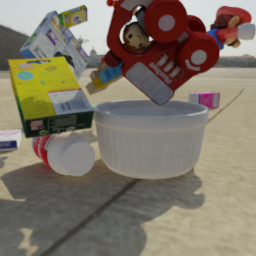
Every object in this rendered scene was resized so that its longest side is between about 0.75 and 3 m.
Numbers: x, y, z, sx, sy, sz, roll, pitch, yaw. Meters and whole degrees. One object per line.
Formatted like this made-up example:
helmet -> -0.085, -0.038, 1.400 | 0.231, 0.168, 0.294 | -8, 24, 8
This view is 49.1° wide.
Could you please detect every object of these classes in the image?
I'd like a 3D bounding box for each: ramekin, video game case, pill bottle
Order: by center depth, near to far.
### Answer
pill bottle -> -1.590, 0.524, 6.830 | 1.041, 1.041, 1.854 | -9, 15, -35
ramekin -> 0.556, 0.179, 7.257 | 2.898, 1.521, 2.898 | 0, 14, 0
video game case -> -3.030, -3.164, 12.232 | 0.630, 2.773, 2.513 | -2, 52, 32

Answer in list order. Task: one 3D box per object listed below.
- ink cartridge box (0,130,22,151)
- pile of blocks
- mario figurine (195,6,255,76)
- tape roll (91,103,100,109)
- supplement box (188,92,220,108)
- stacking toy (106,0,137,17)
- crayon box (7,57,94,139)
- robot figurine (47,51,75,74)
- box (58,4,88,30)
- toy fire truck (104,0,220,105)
ink cartridge box -> -4.418, 0.357, 9.019 | 1.771, 0.391, 1.804 | -4, 15, -16
pile of blocks -> -0.246, -1.992, 8.257 | 2.637, 0.819, 1.082 | -30, -5, 5
mario figurine -> 2.914, -2.607, 9.043 | 2.982, 1.580, 1.840 | -41, 54, -8
tape roll -> -1.274, -0.996, 14.727 | 1.668, 0.401, 1.668 | 1, 13, 0
supplement box -> 4.439, -1.606, 16.317 | 1.696, 0.877, 0.858 | -6, 13, -30
stacking toy -> -0.198, -3.270, 7.515 | 0.859, 0.367, 0.367 | 18, 17, 10
crayon box -> -1.837, -0.807, 6.428 | 1.434, 0.574, 2.259 | -9, 47, -25
robot figurine -> -2.199, -1.752, 8.853 | 0.887, 1.069, 1.422 | -17, 38, 31
box -> -1.932, -3.882, 9.851 | 1.060, 0.256, 0.622 | -27, -20, -18
toy fire truck -> 0.658, -1.952, 6.827 | 2.751, 2.310, 1.543 | 34, 31, -28
